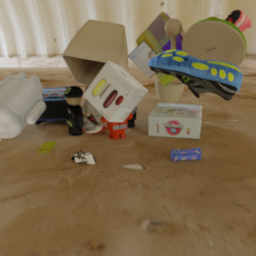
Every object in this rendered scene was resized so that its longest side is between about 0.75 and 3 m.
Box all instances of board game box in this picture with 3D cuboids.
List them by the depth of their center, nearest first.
[{"bbox_3d":[2.009,-0.367,11.550,1.950,0.850,2.643,4,15,15],"label":"board game box"}]

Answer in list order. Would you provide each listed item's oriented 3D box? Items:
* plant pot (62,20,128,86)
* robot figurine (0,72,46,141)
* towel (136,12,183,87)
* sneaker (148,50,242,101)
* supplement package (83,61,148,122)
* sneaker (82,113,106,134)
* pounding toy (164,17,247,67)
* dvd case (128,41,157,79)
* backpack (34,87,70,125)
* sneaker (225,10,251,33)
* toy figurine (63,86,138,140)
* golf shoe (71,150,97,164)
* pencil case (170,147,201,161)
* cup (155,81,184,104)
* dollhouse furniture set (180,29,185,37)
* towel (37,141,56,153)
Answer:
[{"bbox_3d":[-1.228,-3.561,13.501,2.695,2.389,2.698,12,-18,8],"label":"plant pot"},{"bbox_3d":[-4.367,-0.806,10.475,2.493,1.660,2.940,12,52,16],"label":"robot figurine"},{"bbox_3d":[1.499,-3.287,11.837,1.887,2.627,0.299,-36,-13,35],"label":"towel"},{"bbox_3d":[1.693,-1.390,7.678,2.670,1.106,0.946,23,51,24],"label":"sneaker"},{"bbox_3d":[-0.366,-1.006,8.081,1.192,1.246,0.917,45,18,18],"label":"supplement package"},{"bbox_3d":[-1.559,-0.201,11.192,1.729,0.710,0.673,15,22,40],"label":"sneaker"},{"bbox_3d":[2.909,-3.212,10.178,2.849,2.199,1.322,12,55,29],"label":"pounding toy"},{"bbox_3d":[0.610,-2.284,9.369,1.059,0.755,0.093,46,9,1],"label":"dvd case"},{"bbox_3d":[-3.200,-1.097,12.890,2.079,1.532,2.277,-1,15,-2],"label":"backpack"},{"bbox_3d":[4.101,-3.752,11.670,1.012,0.860,2.333,17,-32,-24],"label":"sneaker"},{"bbox_3d":[-1.001,-0.813,11.196,2.704,1.881,2.662,5,17,17],"label":"toy figurine"},{"bbox_3d":[-1.284,0.914,8.072,0.922,0.358,0.436,7,27,46],"label":"golf shoe"},{"bbox_3d":[1.735,0.785,8.333,0.925,0.361,0.402,-3,-14,-7],"label":"pencil case"},{"bbox_3d":[2.447,-2.118,16.839,1.744,1.247,1.744,3,17,-1],"label":"cup"},{"bbox_3d":[2.772,-3.946,13.275,1.250,0.813,1.148,30,27,-12],"label":"dollhouse furniture set"},{"bbox_3d":[-2.725,0.630,9.412,0.434,0.091,1.009,0,16,-3],"label":"towel"}]
